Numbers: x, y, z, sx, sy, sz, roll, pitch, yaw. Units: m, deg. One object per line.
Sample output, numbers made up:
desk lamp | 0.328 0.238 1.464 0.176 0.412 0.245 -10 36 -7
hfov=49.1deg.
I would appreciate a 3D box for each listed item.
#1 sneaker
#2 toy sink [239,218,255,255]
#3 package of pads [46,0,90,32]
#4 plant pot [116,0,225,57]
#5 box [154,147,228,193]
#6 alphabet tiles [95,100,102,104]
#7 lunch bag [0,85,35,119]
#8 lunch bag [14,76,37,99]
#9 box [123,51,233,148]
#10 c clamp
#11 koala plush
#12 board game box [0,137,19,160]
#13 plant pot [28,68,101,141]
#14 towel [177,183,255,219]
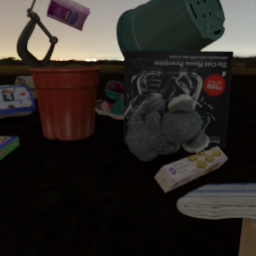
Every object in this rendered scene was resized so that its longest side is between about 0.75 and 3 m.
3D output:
sneaker | -0.641 -1.108 10.560 0.920 1.328 2.200 -9 16 -34
toy sink | 1.599 1.177 2.638 0.906 0.590 0.507 1 13 -2
package of pads | -2.069 -4.013 9.710 1.359 0.819 0.514 18 43 -23
plant pot | 1.363 -3.000 8.433 2.507 2.507 2.455 -12 -3 -41
box | 1.169 0.697 4.963 1.645 0.318 0.341 -11 54 -40
alphabet tiles | -1.937 -0.992 11.815 1.940 0.073 1.622 -8 3 12
lunch bag | -4.410 -0.915 10.109 1.661 1.210 1.954 -10 24 -31
lunch bag | -5.450 -2.221 15.342 1.050 1.264 1.507 6 15 22
box | 1.172 -0.773 7.129 2.506 2.282 1.305 1 14 6
c clamp | -2.745 -2.859 8.833 0.313 1.975 2.312 23 -11 8
koala plush | 0.814 0.036 5.522 1.443 1.280 1.326 -14 9 42
board game box | -3.274 0.528 6.070 1.172 0.254 1.741 -1 13 0
plant pot | -1.681 -0.711 7.778 1.916 1.864 1.916 0 14 0
towel | 1.498 0.846 3.413 1.427 0.231 1.943 -5 -8 24
